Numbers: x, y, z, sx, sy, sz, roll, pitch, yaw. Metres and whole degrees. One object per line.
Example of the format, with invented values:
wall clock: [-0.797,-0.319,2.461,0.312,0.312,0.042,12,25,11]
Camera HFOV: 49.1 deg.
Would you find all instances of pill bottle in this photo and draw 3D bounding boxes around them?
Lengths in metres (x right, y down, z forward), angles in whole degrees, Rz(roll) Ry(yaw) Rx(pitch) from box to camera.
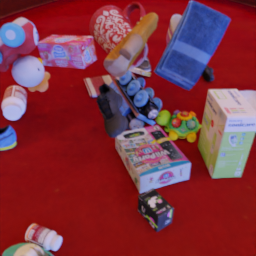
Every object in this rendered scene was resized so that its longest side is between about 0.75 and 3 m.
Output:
pill bottle: [-4.984,-1.072,12.247,0.962,0.962,1.715,-8,35,-11]
pill bottle: [-2.108,2.761,7.017,0.834,0.471,0.471,14,37,18]

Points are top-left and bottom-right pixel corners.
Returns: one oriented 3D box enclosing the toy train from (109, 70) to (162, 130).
toy train: [0.177,-1.130,11.697,1.295,1.707,2.988,22,27,-42]

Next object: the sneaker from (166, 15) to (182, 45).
sneaker: [1.896,-3.079,10.685,0.751,1.182,2.073,1,73,-7]

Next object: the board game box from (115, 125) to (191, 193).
board game box: [0.742,0.937,9.468,1.752,0.763,2.374,-13,36,-17]

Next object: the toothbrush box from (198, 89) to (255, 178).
toothbrush box: [3.131,0.186,9.094,1.028,2.387,1.738,-1,35,-4]

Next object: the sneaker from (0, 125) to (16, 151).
sneaker: [-5.340,0.441,10.033,2.460,0.965,0.811,-13,38,-16]

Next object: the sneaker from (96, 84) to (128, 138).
sneaker: [-0.339,-0.314,4.863,0.444,0.531,1.169,-30,43,14]

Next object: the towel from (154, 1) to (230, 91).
towel: [2.129,-2.735,9.431,1.507,2.698,0.655,30,15,9]

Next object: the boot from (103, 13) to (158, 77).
boot: [0.125,-2.654,9.160,1.685,0.828,2.354,-54,12,-18]

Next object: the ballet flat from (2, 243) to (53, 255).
ballet flat: [-1.866,3.086,6.152,2.548,0.897,0.858,19,38,26]

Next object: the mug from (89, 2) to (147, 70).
mug: [-0.308,-4.160,12.213,1.855,2.468,2.781,1,41,-32]

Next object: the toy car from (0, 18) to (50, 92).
toy car: [-3.221,-2.121,8.884,1.852,2.094,1.930,-38,23,10]

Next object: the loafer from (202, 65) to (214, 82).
loafer: [4.414,-3.109,15.521,0.666,0.644,1.897,-10,31,0]

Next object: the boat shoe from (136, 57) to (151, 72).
boat shoe: [0.640,-4.275,17.099,0.954,0.813,2.853,-9,35,-13]

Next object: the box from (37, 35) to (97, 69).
box: [-2.158,-2.720,9.952,1.839,0.878,0.917,10,38,23]

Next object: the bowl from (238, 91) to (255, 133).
bowl: [4.778,-0.570,11.540,2.319,0.865,2.315,-7,37,-12]

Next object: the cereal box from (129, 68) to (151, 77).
cereal box: [0.509,-3.195,15.709,1.286,0.254,0.925,25,17,31]

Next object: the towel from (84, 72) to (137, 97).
towel: [-0.775,-2.223,14.544,2.751,0.313,1.981,-10,36,-14]

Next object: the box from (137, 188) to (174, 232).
box: [0.732,2.226,7.635,0.550,0.658,0.885,-21,39,-28]

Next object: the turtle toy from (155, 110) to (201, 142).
turtle toy: [1.959,-0.201,10.984,1.816,0.918,1.323,6,35,9]
